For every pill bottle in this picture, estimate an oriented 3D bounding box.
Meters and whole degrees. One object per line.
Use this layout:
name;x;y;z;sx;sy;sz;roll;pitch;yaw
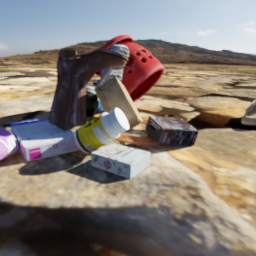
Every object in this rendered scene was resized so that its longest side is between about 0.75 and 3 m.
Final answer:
pill bottle;-0.781;0.083;8.283;1.495;0.854;0.854;-29;8;19

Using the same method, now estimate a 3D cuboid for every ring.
ring;0.034;0.054;10.045;2.973;0.285;2.973;9;19;-3

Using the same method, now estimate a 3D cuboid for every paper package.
paper package;-0.296;-0.754;9.743;0.888;1.636;1.716;-29;-7;7

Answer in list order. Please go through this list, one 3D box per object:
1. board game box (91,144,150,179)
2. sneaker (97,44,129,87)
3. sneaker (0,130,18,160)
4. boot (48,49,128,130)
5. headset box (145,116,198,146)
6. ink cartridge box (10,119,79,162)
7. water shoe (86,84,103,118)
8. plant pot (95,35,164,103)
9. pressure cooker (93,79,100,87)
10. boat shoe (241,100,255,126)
board game box;-0.204;0.866;7.657;1.324;0.426;0.977;13;20;33
sneaker;-0.659;-2.218;10.759;0.765;2.048;0.840;16;17;-43
sneaker;-4.607;0.401;8.462;2.760;1.000;1.574;18;19;20
boot;-1.325;-1.168;9.212;2.497;2.679;0.861;3;-8;13
headset box;1.361;0.085;9.304;1.518;0.569;1.128;5;22;-23
ink cartridge box;-2.888;0.276;9.361;1.654;0.582;2.772;-12;22;-29
water shoe;-1.551;-0.864;10.832;0.916;1.011;2.562;16;-11;5
plant pot;-0.105;-2.849;13.885;2.679;2.942;2.942;49;33;10
pressure cooker;-2.029;-2.880;19.312;0.871;0.976;0.858;-13;21;-39
boat shoe;5.494;-0.678;12.086;0.946;0.851;2.621;9;19;28
